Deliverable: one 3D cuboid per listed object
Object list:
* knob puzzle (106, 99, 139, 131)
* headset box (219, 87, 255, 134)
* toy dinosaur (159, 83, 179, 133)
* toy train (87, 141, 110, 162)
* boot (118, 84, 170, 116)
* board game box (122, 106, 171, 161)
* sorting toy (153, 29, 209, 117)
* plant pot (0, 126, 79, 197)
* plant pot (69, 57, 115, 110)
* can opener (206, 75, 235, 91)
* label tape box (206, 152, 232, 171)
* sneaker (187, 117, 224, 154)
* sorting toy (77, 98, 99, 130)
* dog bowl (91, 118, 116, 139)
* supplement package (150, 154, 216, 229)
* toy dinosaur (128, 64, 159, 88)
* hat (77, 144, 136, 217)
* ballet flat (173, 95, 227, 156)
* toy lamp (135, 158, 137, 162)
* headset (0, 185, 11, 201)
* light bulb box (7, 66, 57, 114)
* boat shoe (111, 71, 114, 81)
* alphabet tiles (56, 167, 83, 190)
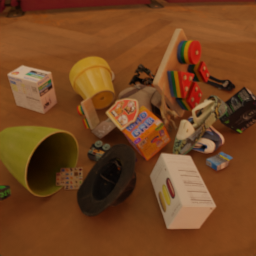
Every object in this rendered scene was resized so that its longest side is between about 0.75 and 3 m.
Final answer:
[{"bbox_3d":[-0.126,-0.613,10.016,1.268,0.176,1.268,-8,66,18],"label":"knob puzzle"},{"bbox_3d":[4.376,-0.608,10.906,1.365,1.568,0.727,24,36,-35],"label":"headset box"},{"bbox_3d":[1.389,-0.529,10.371,0.604,2.075,1.049,-21,40,-8],"label":"toy dinosaur"},{"bbox_3d":[-0.872,0.961,10.173,1.239,0.528,0.706,19,55,19],"label":"toy train"},{"bbox_3d":[0.310,-0.874,11.881,2.815,0.989,2.058,-30,51,-32],"label":"boot"},{"bbox_3d":[0.610,0.197,10.212,1.196,1.195,1.195,-40,49,-6],"label":"board game box"},{"bbox_3d":[2.371,-2.138,11.408,0.919,2.623,2.639,12,71,37],"label":"sorting toy"},{"bbox_3d":[-3.200,0.799,9.193,2.297,2.149,2.149,19,42,30],"label":"plant pot"},{"bbox_3d":[-1.481,-1.896,12.706,1.943,1.943,1.828,-16,58,-19],"label":"plant pot"},{"bbox_3d":[4.526,-2.269,14.195,1.752,0.689,0.555,25,84,32],"label":"can opener"},{"bbox_3d":[3.247,1.192,9.959,0.759,0.240,0.547,-19,28,-22],"label":"label tape box"},{"bbox_3d":[2.666,0.275,10.710,1.287,0.708,1.757,-22,51,-37],"label":"sneaker"},{"bbox_3d":[-1.645,-0.554,11.323,0.396,1.131,1.137,-17,12,12],"label":"sorting toy"},{"bbox_3d":[-0.689,-0.182,10.874,0.463,1.579,1.579,51,51,-2],"label":"dog bowl"},{"bbox_3d":[1.540,1.854,8.357,1.073,1.114,1.958,7,36,-19],"label":"supplement package"},{"bbox_3d":[1.012,-2.236,13.809,1.663,1.251,2.450,31,29,0],"label":"toy dinosaur"},{"bbox_3d":[-0.432,1.730,8.624,2.424,0.978,2.424,-32,34,25],"label":"hat"},{"bbox_3d":[2.448,-0.161,10.315,2.737,1.016,1.016,-45,53,-10],"label":"ballet flat"},{"bbox_3d":[-0.553,1.416,9.454,1.825,0.531,0.531,-33,49,-23],"label":"toy lamp"},{"bbox_3d":[-4.559,2.140,7.948,2.439,1.146,1.506,-6,-1,10],"label":"headset"},{"bbox_3d":[-4.247,-1.722,12.529,1.622,1.636,1.021,16,42,18],"label":"light bulb box"},{"bbox_3d":[-1.675,-2.539,14.315,2.041,0.754,0.616,-18,1,-32],"label":"boat shoe"},{"bbox_3d":[-1.956,1.685,9.313,0.874,0.033,0.731,-2,65,-7],"label":"alphabet tiles"}]
